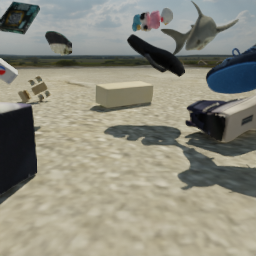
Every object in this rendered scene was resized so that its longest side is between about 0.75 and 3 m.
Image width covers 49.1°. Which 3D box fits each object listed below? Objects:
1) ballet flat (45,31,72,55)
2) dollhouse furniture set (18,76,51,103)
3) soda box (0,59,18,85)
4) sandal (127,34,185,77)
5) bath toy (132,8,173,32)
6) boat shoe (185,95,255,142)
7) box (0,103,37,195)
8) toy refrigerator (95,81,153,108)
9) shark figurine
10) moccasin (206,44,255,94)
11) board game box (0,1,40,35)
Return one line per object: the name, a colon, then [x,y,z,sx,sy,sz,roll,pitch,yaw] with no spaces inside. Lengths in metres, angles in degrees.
ballet flat: [-2.335,-2.863,9.719,0.659,0.659,1.804,1,6,5]
dollhouse furniture set: [-4.403,-1.723,13.128,1.191,1.043,0.791,-27,14,2]
soda box: [-3.483,-1.656,7.283,1.159,0.369,0.395,39,9,-34]
sandal: [0.916,-2.441,9.949,2.733,0.585,1.039,39,-3,35]
bath toy: [0.917,-4.032,10.589,1.668,0.725,0.616,5,49,41]
boat shoe: [2.974,-0.495,8.004,2.994,1.118,1.388,-12,27,-37]
box: [-3.029,0.366,4.287,2.265,1.396,2.246,5,14,16]
toy refrigerator: [-0.138,-1.500,12.543,2.529,0.885,0.960,-12,26,-37]
shark figurine: [1.937,-3.042,8.157,1.720,1.201,2.878,-33,16,7]
moccasin: [3.001,-1.447,6.446,2.422,0.975,0.826,-13,45,12]
board game box: [-3.717,-3.749,9.504,0.968,0.201,1.431,11,56,4]
